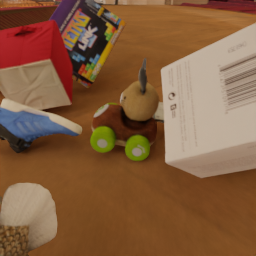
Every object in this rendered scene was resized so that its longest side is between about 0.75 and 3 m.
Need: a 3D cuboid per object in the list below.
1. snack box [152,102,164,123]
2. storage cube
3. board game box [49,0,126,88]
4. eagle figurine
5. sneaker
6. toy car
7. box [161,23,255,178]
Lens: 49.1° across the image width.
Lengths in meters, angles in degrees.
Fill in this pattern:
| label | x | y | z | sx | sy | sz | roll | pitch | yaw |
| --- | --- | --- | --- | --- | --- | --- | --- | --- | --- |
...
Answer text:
| label | x | y | z | sx | sy | sz | roll | pitch | yaw |
| --- | --- | --- | --- | --- | --- | --- | --- | --- | --- |
| snack box | 1.093 | -0.395 | 7.664 | 0.932 | 0.173 | 0.542 | 7 | 64 | -21 |
| storage cube | -2.837 | -1.817 | 8.550 | 1.811 | 2.119 | 1.905 | -10 | 52 | 2 |
| board game box | -1.821 | -3.458 | 10.719 | 2.470 | 2.988 | 0.847 | 30 | -18 | -15 |
| eagle figurine | -1.434 | 1.703 | 2.558 | 1.865 | 1.855 | 2.458 | 1 | 9 | -27 |
| sneaker | -2.273 | 0.139 | 6.962 | 2.096 | 1.166 | 0.805 | 18 | -4 | -3 |
| toy car | 0.065 | -0.604 | 6.831 | 1.661 | 2.105 | 1.729 | 14 | 29 | -2 |
| box | 1.944 | -0.376 | 5.423 | 2.218 | 1.450 | 2.207 | -20 | 57 | 37 |
